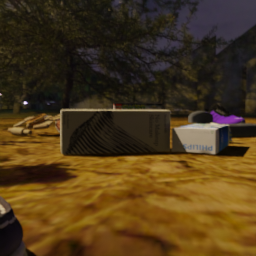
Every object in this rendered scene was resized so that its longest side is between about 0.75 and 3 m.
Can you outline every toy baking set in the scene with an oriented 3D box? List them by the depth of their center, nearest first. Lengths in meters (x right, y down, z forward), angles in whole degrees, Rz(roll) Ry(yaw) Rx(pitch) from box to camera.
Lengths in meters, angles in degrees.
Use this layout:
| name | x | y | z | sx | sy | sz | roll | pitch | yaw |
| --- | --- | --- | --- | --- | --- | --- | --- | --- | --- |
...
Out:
| name | x | y | z | sx | sy | sz | roll | pitch | yaw |
| --- | --- | --- | --- | --- | --- | --- | --- | --- | --- |
| toy baking set | -3.957 | -0.133 | 11.972 | 2.790 | 0.325 | 2.141 | 1 | 19 | 38 |

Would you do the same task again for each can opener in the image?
| name | x | y | z | sx | sy | sz | roll | pitch | yaw |
| --- | --- | --- | --- | --- | --- | --- | --- | --- | --- |
| can opener | 3.657 | -0.151 | 10.581 | 2.998 | 1.002 | 0.800 | -2 | 4 | -19 |

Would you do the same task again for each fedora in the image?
| name | x | y | z | sx | sy | sz | roll | pitch | yaw |
| --- | --- | --- | --- | --- | --- | --- | --- | --- | --- |
| fedora | -3.759 | -0.265 | 11.605 | 0.874 | 0.357 | 0.874 | -21 | 17 | 7 |

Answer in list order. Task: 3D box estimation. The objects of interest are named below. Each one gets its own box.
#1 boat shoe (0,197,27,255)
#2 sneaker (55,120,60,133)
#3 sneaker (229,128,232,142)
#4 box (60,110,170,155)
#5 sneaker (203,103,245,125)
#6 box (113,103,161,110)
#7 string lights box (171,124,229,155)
| name | x | y | z | sx | sy | sz | roll | pitch | yaw |
| --- | --- | --- | --- | --- | --- | --- | --- | --- | --- |
| boat shoe | -1.818 | 0.374 | 1.859 | 2.980 | 0.966 | 1.072 | 2 | 4 | 36 |
| sneaker | -2.053 | -0.220 | 12.342 | 2.632 | 0.939 | 1.051 | 1 | 8 | 41 |
| sneaker | 2.709 | 0.180 | 8.968 | 0.490 | 0.545 | 1.326 | -6 | 5 | -44 |
| box | -0.317 | 0.063 | 6.761 | 2.572 | 1.057 | 0.879 | -2 | 4 | -12 |
| sneaker | 5.597 | -0.755 | 16.922 | 1.029 | 1.472 | 2.960 | -2 | 3 | -37 |
| box | 0.527 | -0.663 | 15.575 | 2.657 | 1.462 | 0.461 | 0 | 4 | -9 |
| string lights box | 1.920 | 0.247 | 7.183 | 1.038 | 0.595 | 2.020 | 2 | 4 | 27 |
